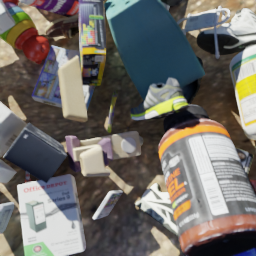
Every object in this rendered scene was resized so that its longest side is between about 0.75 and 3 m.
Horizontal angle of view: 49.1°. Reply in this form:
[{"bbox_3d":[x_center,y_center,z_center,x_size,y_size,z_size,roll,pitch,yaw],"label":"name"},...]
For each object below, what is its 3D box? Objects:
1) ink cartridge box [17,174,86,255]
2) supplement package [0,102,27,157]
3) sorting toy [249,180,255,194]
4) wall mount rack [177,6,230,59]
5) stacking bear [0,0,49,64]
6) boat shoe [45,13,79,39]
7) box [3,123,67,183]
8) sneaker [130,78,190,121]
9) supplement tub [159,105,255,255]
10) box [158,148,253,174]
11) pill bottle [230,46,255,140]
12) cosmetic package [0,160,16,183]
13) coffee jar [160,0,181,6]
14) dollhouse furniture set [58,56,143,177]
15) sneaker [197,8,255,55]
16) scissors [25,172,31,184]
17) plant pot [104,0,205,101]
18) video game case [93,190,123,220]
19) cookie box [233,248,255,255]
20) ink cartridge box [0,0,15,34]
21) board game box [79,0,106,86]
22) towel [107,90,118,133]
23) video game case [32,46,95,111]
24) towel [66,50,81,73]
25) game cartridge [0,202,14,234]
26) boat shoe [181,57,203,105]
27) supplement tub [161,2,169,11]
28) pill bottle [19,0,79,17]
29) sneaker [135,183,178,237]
[{"bbox_3d":[-1.828,2.128,6.721,1.311,0.755,1.796,-11,76,-7],"label":"ink cartridge box"},{"bbox_3d":[-3.909,-0.355,7.153,2.095,1.255,1.270,38,78,9],"label":"supplement package"},{"bbox_3d":[2.979,2.429,6.339,0.992,1.452,2.417,-19,54,13],"label":"sorting toy"},{"bbox_3d":[2.096,-2.661,7.902,1.639,0.611,1.424,2,68,39],"label":"wall mount rack"},{"bbox_3d":[-2.998,-2.687,7.894,1.894,1.150,1.077,47,39,-1],"label":"stacking bear"},{"bbox_3d":[-1.712,-2.822,8.018,1.393,0.502,0.501,-15,75,8],"label":"boat shoe"},{"bbox_3d":[-2.151,0.539,6.627,1.101,1.488,0.776,36,85,-15],"label":"box"},{"bbox_3d":[0.631,-0.586,6.226,0.663,1.794,0.726,-6,85,-34],"label":"sneaker"},{"bbox_3d":[1.531,0.940,5.761,1.598,1.598,2.987,-8,51,-2],"label":"supplement tub"},{"bbox_3d":[1.969,0.648,7.249,2.237,0.561,0.842,23,76,6],"label":"box"},{"bbox_3d":[3.603,-0.580,7.045,1.545,1.545,2.739,-7,76,-2],"label":"pill bottle"},{"bbox_3d":[-3.278,1.014,6.874,0.555,1.094,0.390,35,78,10],"label":"cosmetic package"},{"bbox_3d":[0.332,-4.303,7.030,2.806,1.463,1.197,34,81,12],"label":"coffee jar"},{"bbox_3d":[-0.464,-0.438,6.693,1.950,2.177,2.747,-9,91,-20],"label":"dollhouse furniture set"},{"bbox_3d":[2.965,-2.838,8.167,2.120,0.800,1.220,1,66,-8],"label":"sneaker"},{"bbox_3d":[-2.666,1.328,7.321,0.448,0.085,1.223,-20,77,-4],"label":"scissors"},{"bbox_3d":[0.475,-2.072,6.627,1.598,2.261,1.598,-28,41,13],"label":"plant pot"},{"bbox_3d":[-0.474,1.833,6.745,0.093,0.806,0.734,33,91,20],"label":"video game case"},{"bbox_3d":[2.020,3.739,6.187,2.222,0.835,1.900,-23,77,2],"label":"cookie box"},{"bbox_3d":[-4.097,-2.838,6.981,1.928,0.484,2.221,-35,65,-2],"label":"ink cartridge box"},{"bbox_3d":[-0.905,-2.092,6.765,0.554,1.952,1.614,-4,79,-10],"label":"board game box"},{"bbox_3d":[-0.396,-0.436,7.100,0.113,0.712,0.992,9,108,-4],"label":"towel"},{"bbox_3d":[-1.677,-1.361,7.860,1.488,0.373,1.642,16,74,2],"label":"video game case"},{"bbox_3d":[-1.446,-1.781,7.718,0.512,0.133,0.773,7,75,0],"label":"towel"},{"bbox_3d":[-3.084,2.205,6.784,0.164,0.525,0.788,21,88,21],"label":"game cartridge"},{"bbox_3d":[1.641,-1.208,7.505,0.646,0.573,1.728,30,80,-6],"label":"boat shoe"},{"bbox_3d":[0.382,-3.078,7.933,1.127,1.127,1.554,31,77,8],"label":"supplement tub"},{"bbox_3d":[-1.913,-3.721,7.626,2.044,1.149,1.149,-3,69,-47],"label":"pill bottle"},{"bbox_3d":[1.154,1.957,6.404,2.041,0.756,0.903,30,77,35],"label":"sneaker"}]
